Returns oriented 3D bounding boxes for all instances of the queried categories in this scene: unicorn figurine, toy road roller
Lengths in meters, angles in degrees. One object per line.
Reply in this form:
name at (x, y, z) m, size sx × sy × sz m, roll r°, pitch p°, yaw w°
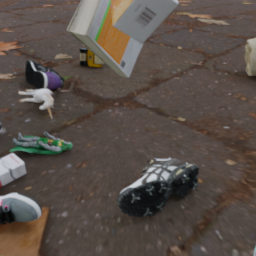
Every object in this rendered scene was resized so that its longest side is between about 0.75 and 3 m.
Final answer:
unicorn figurine at (-3.221, -1.087, 10.145) m, size 1.289 × 0.693 × 1.876 m, roll 0°, pitch 32°, yaw 1°
toy road roller at (-1.750, -3.557, 13.998) m, size 1.370 × 0.842 × 1.000 m, roll 9°, pitch 22°, yaw 15°

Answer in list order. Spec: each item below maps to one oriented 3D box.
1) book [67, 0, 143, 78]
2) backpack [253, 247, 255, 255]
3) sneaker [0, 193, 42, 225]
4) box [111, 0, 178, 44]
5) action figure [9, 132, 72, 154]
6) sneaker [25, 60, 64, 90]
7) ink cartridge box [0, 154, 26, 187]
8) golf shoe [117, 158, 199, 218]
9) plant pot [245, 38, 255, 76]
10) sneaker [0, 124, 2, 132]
book at (-0.317, -2.754, 7.831) m, size 0.654 × 1.818 × 2.722 m, roll 22°, pitch -3°, yaw 27°
backpack at (2.765, 2.305, 4.596) m, size 1.359 × 0.860 × 1.134 m, roll 5°, pitch 35°, yaw 15°
sneaker at (-2.737, 1.801, 5.427) m, size 1.872 × 0.783 × 1.130 m, roll 0°, pitch 26°, yaw 14°
box at (0.259, -2.659, 5.690) m, size 0.761 × 1.090 × 1.432 m, roll 22°, pitch 44°, yaw -31°
action figure at (-2.394, 0.447, 7.996) m, size 1.633 × 0.447 × 0.965 m, roll 6°, pitch 29°, yaw 3°
sneaker at (-3.579, -2.168, 11.941) m, size 1.085 × 0.939 × 2.478 m, roll -5°, pitch 31°, yaw -39°
ink cartridge box at (-3.105, 1.080, 7.006) m, size 0.634 × 0.358 × 0.864 m, roll 27°, pitch 41°, yaw 36°
golf shoe at (0.557, 1.262, 6.369) m, size 2.242 × 0.872 × 1.059 m, roll -11°, pitch 28°, yaw -35°
plant pot at (6.409, -3.185, 12.312) m, size 2.195 × 2.397 × 2.397 m, roll -4°, pitch 30°, yaw 15°
sneaker at (-4.900, 0.039, 8.377) m, size 2.082 × 0.782 × 0.844 m, roll -10°, pitch 25°, yaw -17°
